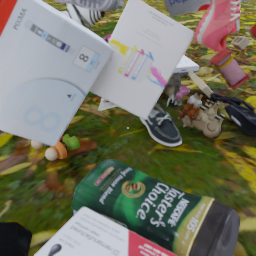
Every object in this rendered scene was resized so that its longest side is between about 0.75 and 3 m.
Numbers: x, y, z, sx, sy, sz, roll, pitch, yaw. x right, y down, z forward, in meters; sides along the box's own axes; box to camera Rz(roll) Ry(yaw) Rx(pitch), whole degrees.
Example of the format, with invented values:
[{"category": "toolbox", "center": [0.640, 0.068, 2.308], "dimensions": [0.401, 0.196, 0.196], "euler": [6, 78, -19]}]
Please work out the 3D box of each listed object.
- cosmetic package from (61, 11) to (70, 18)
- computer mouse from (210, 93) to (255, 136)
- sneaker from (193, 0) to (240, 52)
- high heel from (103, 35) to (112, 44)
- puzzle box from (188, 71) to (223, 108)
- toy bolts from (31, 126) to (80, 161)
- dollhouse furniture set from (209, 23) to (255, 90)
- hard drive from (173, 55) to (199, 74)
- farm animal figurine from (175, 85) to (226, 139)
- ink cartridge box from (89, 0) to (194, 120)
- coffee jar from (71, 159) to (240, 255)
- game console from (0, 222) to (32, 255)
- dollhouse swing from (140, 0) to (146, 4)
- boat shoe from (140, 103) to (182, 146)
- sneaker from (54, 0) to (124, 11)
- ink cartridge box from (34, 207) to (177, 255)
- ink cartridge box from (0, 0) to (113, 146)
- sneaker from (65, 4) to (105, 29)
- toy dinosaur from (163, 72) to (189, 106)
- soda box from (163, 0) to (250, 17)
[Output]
[{"category": "cosmetic package", "center": [-2.402, -4.257, 11.350], "dimensions": [0.946, 0.401, 0.509], "euler": [41, 52, 8]}, {"category": "computer mouse", "center": [3.680, -0.329, 8.756], "dimensions": [1.625, 0.533, 2.314], "euler": [3, 31, -35]}, {"category": "sneaker", "center": [1.596, -1.855, 4.463], "dimensions": [0.533, 1.447, 0.628], "euler": [-32, 66, -28]}, {"category": "high heel", "center": [-0.601, -4.838, 15.645], "dimensions": [1.080, 0.758, 2.251], "euler": [-33, 30, -26]}, {"category": "puzzle box", "center": [2.775, -1.432, 10.100], "dimensions": [1.049, 0.201, 1.577], "euler": [36, 20, -27]}, {"category": "toy bolts", "center": [-2.060, 0.221, 7.375], "dimensions": [0.849, 1.169, 1.224], "euler": [-33, 26, -32]}, {"category": "dollhouse furniture set", "center": [2.688, -1.684, 6.339], "dimensions": [1.488, 0.801, 0.605], "euler": [-41, 15, 15]}, {"category": "hard drive", "center": [2.178, -3.158, 13.369], "dimensions": [1.503, 0.289, 2.278], "euler": [-8, 33, -13]}, {"category": "farm animal figurine", "center": [2.098, -0.436, 8.604], "dimensions": [1.464, 0.911, 1.812], "euler": [21, 29, -5]}, {"category": "ink cartridge box", "center": [0.138, -1.317, 5.880], "dimensions": [1.362, 2.174, 1.398], "euler": [26, 17, -9]}, {"category": "coffee jar", "center": [0.453, 1.601, 4.946], "dimensions": [2.737, 1.168, 1.428], "euler": [18, 36, 26]}, {"category": "game console", "center": [-3.039, 2.308, 4.645], "dimensions": [2.598, 0.313, 1.533], "euler": [-1, 32, -4]}, {"category": "dollhouse swing", "center": [0.550, -3.375, 8.546], "dimensions": [1.440, 1.393, 1.585], "euler": [34, 55, -22]}, {"category": "boat shoe", "center": [0.907, -0.206, 8.340], "dimensions": [0.786, 0.627, 2.080], "euler": [-15, 35, -23]}, {"category": "sneaker", "center": [-1.212, -3.568, 7.390], "dimensions": [2.530, 0.945, 1.037], "euler": [38, 26, 26]}, {"category": "ink cartridge box", "center": [-0.649, 2.541, 3.513], "dimensions": [1.885, 1.094, 2.612], "euler": [18, 36, 26]}, {"category": "ink cartridge box", "center": [-1.890, -1.025, 4.451], "dimensions": [2.702, 2.163, 0.639], "euler": [22, 22, -37]}, {"category": "sneaker", "center": [-1.564, -4.661, 9.951], "dimensions": [1.450, 0.951, 2.519], "euler": [-26, 75, 6]}, {"category": "toy dinosaur", "center": [1.462, -1.753, 10.558], "dimensions": [1.240, 0.934, 2.426], "euler": [-9, 35, -29]}, {"category": "soda box", "center": [2.071, -3.606, 7.209], "dimensions": [2.386, 0.814, 0.757], "euler": [8, 55, 42]}]
